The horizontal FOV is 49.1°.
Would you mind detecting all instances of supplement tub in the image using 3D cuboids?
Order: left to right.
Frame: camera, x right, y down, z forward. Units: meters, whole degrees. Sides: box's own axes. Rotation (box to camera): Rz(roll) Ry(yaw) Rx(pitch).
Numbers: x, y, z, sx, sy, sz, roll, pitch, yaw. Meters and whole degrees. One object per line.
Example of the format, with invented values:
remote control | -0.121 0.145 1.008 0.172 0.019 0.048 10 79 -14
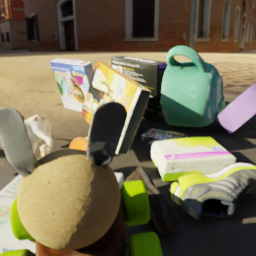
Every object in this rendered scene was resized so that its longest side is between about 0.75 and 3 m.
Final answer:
supplement tub | -0.975 0.573 6.264 0.521 0.850 0.521 -4 62 8

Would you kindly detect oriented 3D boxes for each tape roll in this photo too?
tape roll | 3.764 -0.598 9.186 1.689 1.689 0.718 -23 68 -48

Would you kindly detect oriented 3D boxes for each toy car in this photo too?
toy car | -0.683 0.769 3.452 2.018 2.457 1.938 -6 32 -5

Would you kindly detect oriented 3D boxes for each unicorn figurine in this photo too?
unicorn figurine | -2.777 0.239 7.393 2.806 1.036 1.928 22 30 -41

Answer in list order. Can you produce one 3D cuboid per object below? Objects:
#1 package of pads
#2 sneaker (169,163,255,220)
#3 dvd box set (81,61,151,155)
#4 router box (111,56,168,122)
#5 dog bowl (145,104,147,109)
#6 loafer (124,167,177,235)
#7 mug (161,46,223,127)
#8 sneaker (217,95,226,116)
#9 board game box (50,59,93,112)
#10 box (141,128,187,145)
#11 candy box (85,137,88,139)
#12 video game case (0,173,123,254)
package of pads | 1.550 0.735 7.065 1.778 0.606 1.373 -3 19 -9
sneaker | 1.911 1.310 5.457 2.119 0.783 0.857 -11 33 -16
dvd box set | -0.488 -0.649 7.901 0.370 1.843 2.520 6 24 -36
router box | 0.424 -1.704 11.569 0.763 2.228 2.988 -16 26 -34
dog bowl | -0.254 -0.633 9.679 2.060 0.759 2.060 -30 7 4
loafer | 0.361 1.420 5.308 0.626 0.641 1.756 -32 25 -3
mug | 2.251 -1.216 9.586 1.713 2.276 2.770 5 -10 27
sneaker | 3.114 -1.276 12.181 2.553 1.070 0.980 18 26 42
board game box | -2.144 -1.708 11.696 2.210 2.205 0.455 15 40 39
box | 1.141 0.325 8.834 1.257 0.237 0.858 9 21 25
candy box | -0.740 0.414 8.355 0.771 0.369 1.336 11 23 31
video game case | -1.465 1.471 5.427 2.315 0.279 2.539 3 20 10
